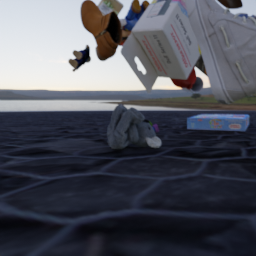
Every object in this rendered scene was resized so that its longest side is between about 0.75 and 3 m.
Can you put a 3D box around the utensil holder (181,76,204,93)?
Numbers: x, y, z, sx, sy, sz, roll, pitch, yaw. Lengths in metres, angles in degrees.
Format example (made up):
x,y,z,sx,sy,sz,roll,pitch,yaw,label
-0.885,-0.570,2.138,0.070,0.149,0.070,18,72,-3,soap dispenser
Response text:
x,y,z,sx,sy,sz,roll,pitch,yaw,label
2.699,-1.859,11.973,0.697,0.697,0.820,-2,11,-20,utensil holder

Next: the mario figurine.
x,y,z,sx,sy,sz,roll,pitch,yaw,label
0.124,-3.047,8.656,1.074,0.922,1.739,25,-30,-15,mario figurine

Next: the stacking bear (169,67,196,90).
x,y,z,sx,sy,sz,roll,pitch,yaw,label
2.207,-2.848,10.782,1.518,2.670,1.621,-8,21,-34,stacking bear

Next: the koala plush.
x,y,z,sx,sy,sz,roll,pitch,yaw,label
0.177,0.126,6.717,1.147,1.054,1.017,21,2,-28,koala plush

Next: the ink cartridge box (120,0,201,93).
x,y,z,sx,sy,sz,roll,pitch,yaw,label
0.991,-2.020,5.949,0.815,2.420,1.417,14,-24,42,ink cartridge box

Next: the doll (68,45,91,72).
x,y,z,sx,sy,sz,roll,pitch,yaw,label
-1.248,-1.811,7.387,0.293,0.826,1.210,32,17,-2,doll

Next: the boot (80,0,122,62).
x,y,z,sx,sy,sz,roll,pitch,yaw,label
-0.691,-2.673,7.170,0.679,1.770,1.374,-12,0,-20,boot

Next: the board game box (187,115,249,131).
x,y,z,sx,sy,sz,roll,pitch,yaw,label
4.040,-0.275,12.289,2.237,0.541,2.958,2,5,26,board game box

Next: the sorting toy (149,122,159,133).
x,y,z,sx,sy,sz,roll,pitch,yaw,label
0.555,0.072,9.714,0.501,0.504,1.454,-26,10,-16,sorting toy

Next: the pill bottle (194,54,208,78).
x,y,z,sx,sy,sz,roll,pitch,yaw,label
2.265,-2.510,8.279,1.427,1.427,2.452,-5,46,-48,pill bottle

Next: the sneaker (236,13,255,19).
x,y,z,sx,sy,sz,roll,pitch,yaw,label
4.310,-2.220,8.523,2.899,1.674,1.171,26,15,18,sneaker

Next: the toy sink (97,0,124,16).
x,y,z,sx,sy,sz,roll,pitch,yaw,label
-0.767,-3.714,9.250,0.734,0.631,1.126,33,-33,-16,toy sink

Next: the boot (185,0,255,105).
x,y,z,sx,sy,sz,roll,pitch,yaw,label
1.428,-1.320,3.819,0.897,1.877,0.690,-20,-7,33,boot

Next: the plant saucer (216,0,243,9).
x,y,z,sx,sy,sz,roll,pitch,yaw,label
2.239,-3.380,6.873,0.254,1.391,1.391,-44,-11,19,plant saucer
